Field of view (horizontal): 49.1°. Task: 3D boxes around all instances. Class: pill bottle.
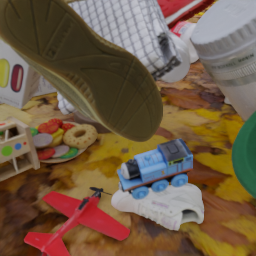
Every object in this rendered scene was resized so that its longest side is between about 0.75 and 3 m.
[{"bbox_3d":[1.946,-4.201,13.038,1.682,1.682,2.997,-29,44,-35],"label":"pill bottle"},{"bbox_3d":[0.926,-1.775,6.915,1.049,1.049,1.895,-1,27,-1],"label":"pill bottle"}]

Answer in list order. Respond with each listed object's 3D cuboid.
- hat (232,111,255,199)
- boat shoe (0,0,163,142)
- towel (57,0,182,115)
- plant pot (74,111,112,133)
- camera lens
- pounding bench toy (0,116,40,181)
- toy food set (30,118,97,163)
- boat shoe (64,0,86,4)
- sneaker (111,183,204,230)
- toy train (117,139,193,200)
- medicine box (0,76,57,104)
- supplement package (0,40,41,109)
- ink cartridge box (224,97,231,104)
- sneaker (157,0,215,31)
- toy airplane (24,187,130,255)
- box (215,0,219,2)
[{"bbox_3d":[3.381,0.704,4.356,2.658,2.340,2.202,-27,37,31],"label":"hat"},{"bbox_3d":[-0.525,-0.677,3.502,0.798,2.537,0.925,22,81,54],"label":"boat shoe"},{"bbox_3d":[-0.347,-1.664,5.360,2.189,1.131,2.644,-28,64,25],"label":"towel"},{"bbox_3d":[-0.787,-1.011,8.475,1.852,1.615,1.852,-1,33,0],"label":"plant pot"},{"bbox_3d":[2.727,-1.345,5.529,2.051,2.565,2.051,-36,26,21],"label":"camera lens"},{"bbox_3d":[-3.219,0.482,6.635,1.381,1.100,1.770,-25,30,-35],"label":"pounding bench toy"},{"bbox_3d":[-1.918,0.300,7.581,1.845,0.449,1.826,25,42,31],"label":"toy food set"},{"bbox_3d":[-1.418,-2.108,4.250,1.821,0.664,0.573,5,38,9],"label":"boat shoe"},{"bbox_3d":[0.603,1.535,5.569,1.879,0.703,0.936,0,35,-1],"label":"sneaker"},{"bbox_3d":[0.456,0.699,4.726,1.331,0.761,0.577,-15,38,-7],"label":"toy train"},{"bbox_3d":[-3.839,-2.374,10.540,2.894,1.490,2.636,-16,37,-22],"label":"medicine box"},{"bbox_3d":[-2.543,-1.616,6.282,1.112,1.955,1.071,20,33,-5],"label":"supplement package"},{"bbox_3d":[4.435,-1.268,9.520,1.944,0.823,1.405,15,38,22],"label":"ink cartridge box"},{"bbox_3d":[1.277,-4.037,8.526,2.936,1.696,1.150,-26,5,25],"label":"sneaker"},{"bbox_3d":[-1.100,1.817,5.441,2.087,0.384,2.087,0,34,0],"label":"toy airplane"},{"bbox_3d":[2.875,-3.557,7.220,0.701,2.796,1.052,-52,10,-12],"label":"box"}]
